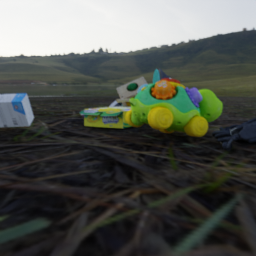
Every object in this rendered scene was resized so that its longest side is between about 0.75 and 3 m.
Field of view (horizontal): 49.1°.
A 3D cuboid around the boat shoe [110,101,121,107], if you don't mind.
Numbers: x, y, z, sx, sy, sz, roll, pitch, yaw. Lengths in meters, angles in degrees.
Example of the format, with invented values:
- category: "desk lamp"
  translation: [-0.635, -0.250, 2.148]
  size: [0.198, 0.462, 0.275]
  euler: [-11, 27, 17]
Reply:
- category: "boat shoe"
  translation: [-0.646, -0.699, 12.160]
  size: [0.503, 0.532, 1.483]
  euler: [37, 26, -2]

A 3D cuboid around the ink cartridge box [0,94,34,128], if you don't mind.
- category: "ink cartridge box"
  translation: [-3.638, -0.495, 8.135]
  size: [1.498, 0.868, 0.500]
  euler: [-2, 36, 2]

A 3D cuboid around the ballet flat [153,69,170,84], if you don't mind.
- category: "ballet flat"
  translation: [1.573, -1.416, 11.682]
  size: [1.076, 1.076, 2.946]
  euler: [0, 42, 3]

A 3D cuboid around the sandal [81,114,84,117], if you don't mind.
- category: "sandal"
  translation: [-1.494, -0.445, 11.492]
  size: [0.493, 0.297, 1.210]
  euler: [27, -19, -39]

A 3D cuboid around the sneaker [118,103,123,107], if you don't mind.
- category: "sneaker"
  translation: [-0.732, -0.946, 13.216]
  size: [1.148, 0.677, 0.422]
  euler: [6, 37, 16]

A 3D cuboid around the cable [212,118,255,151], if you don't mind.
- category: "cable"
  translation: [3.031, 0.020, 6.225]
  size: [2.167, 0.550, 1.768]
  euler: [-18, -1, 6]

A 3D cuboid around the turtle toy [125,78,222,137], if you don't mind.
- category: "turtle toy"
  translation: [1.285, -0.530, 7.452]
  size: [2.717, 1.373, 1.980]
  euler: [10, -1, -23]

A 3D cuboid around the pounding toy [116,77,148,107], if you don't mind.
- category: "pounding toy"
  translation: [0.242, -1.190, 11.491]
  size: [1.447, 1.572, 1.117]
  euler: [-24, 48, 0]

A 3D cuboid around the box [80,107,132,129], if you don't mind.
- category: "box"
  translation: [-0.378, -0.400, 9.955]
  size: [1.565, 0.645, 2.668]
  euler: [4, 6, 27]
